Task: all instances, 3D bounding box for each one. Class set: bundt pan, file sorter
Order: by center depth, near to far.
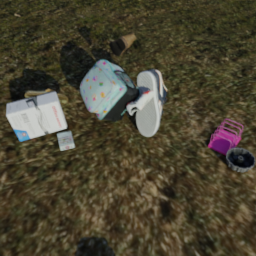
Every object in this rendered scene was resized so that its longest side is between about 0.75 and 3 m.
[{"bbox_3d":[4.035,1.209,10.163,1.024,0.384,1.024,0,43,0],"label":"bundt pan"},{"bbox_3d":[3.809,0.321,10.855,0.843,0.761,1.213,27,49,27],"label":"file sorter"}]

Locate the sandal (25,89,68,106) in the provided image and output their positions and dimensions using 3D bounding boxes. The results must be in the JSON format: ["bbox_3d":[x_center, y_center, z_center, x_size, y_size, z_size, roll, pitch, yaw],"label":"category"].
[{"bbox_3d":[-3.290,-1.322,11.399,1.755,0.705,0.474,7,57,-31],"label":"sandal"}]

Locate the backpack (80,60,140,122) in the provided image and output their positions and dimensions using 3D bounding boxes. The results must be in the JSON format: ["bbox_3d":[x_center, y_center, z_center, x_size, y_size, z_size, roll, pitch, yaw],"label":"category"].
[{"bbox_3d":[-0.865,-1.519,10.824,1.642,1.882,2.141,14,37,-42],"label":"backpack"}]

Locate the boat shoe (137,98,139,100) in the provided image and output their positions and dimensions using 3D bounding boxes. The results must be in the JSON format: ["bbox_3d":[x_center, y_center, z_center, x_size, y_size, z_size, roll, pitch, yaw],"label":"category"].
[{"bbox_3d":[-0.453,-1.353,12.679,2.357,0.891,0.711,12,41,30],"label":"boat shoe"}]

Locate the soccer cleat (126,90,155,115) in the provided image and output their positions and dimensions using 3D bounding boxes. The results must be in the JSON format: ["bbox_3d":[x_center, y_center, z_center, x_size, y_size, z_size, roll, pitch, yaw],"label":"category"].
[{"bbox_3d":[0.475,-0.891,10.007,1.206,0.414,0.514,-29,50,18],"label":"soccer cleat"}]

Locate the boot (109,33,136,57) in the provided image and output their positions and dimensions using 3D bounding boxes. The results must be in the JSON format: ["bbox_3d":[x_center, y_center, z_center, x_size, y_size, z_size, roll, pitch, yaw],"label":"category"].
[{"bbox_3d":[-0.243,-3.690,12.359,0.754,0.736,1.999,-38,17,-16],"label":"boot"}]

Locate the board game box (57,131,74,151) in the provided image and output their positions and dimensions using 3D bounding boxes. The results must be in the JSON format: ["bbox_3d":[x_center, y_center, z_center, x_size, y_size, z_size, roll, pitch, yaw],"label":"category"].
[{"bbox_3d":[-2.460,0.507,11.040,0.557,0.243,0.755,-12,43,-13],"label":"board game box"}]

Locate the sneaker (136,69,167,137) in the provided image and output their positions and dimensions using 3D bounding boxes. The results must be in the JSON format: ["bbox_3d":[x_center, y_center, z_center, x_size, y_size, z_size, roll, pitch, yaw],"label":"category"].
[{"bbox_3d":[0.972,-0.975,11.019,1.045,2.665,1.058,18,31,31],"label":"sneaker"}]

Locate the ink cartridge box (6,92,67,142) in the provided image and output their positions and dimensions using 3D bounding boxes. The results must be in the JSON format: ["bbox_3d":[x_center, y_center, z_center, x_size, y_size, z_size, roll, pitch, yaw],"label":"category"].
[{"bbox_3d":[-3.543,-0.443,10.992,1.930,1.396,0.813,-16,42,-8],"label":"ink cartridge box"}]
